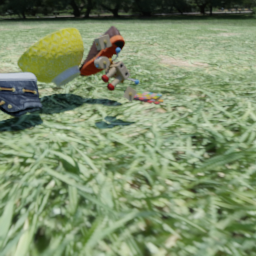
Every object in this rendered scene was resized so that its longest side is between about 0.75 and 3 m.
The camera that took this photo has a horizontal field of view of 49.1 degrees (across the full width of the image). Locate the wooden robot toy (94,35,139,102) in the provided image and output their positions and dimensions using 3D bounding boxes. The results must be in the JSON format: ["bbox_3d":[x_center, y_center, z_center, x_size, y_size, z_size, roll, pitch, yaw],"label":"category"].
[{"bbox_3d":[-0.565,-1.769,8.705,0.961,2.180,0.989,-42,29,-16],"label":"wooden robot toy"}]

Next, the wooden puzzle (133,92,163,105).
[{"bbox_3d":[0.773,-1.281,11.652,1.635,0.115,0.969,15,29,29],"label":"wooden puzzle"}]

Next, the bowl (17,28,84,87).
[{"bbox_3d":[-2.559,-2.335,10.280,2.554,1.374,2.554,-31,5,3],"label":"bowl"}]

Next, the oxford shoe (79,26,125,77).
[{"bbox_3d":[-1.100,-2.812,10.567,0.846,2.376,0.862,6,55,-53],"label":"oxford shoe"}]

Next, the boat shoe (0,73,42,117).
[{"bbox_3d":[-4.039,-0.943,8.568,2.741,1.244,0.970,-12,-11,-33],"label":"boat shoe"}]
